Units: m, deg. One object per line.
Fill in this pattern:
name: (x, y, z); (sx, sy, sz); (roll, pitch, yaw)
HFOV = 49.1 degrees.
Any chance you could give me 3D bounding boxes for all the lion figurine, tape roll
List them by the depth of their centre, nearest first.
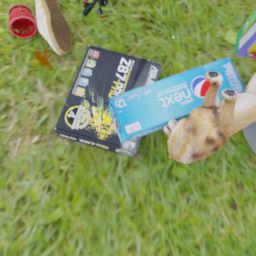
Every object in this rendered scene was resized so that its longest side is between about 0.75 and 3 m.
lion figurine: (1.959, -0.332, 5.045); (2.748, 1.683, 0.996); (-18, 47, -14)
tape roll: (4.477, -0.210, 7.135); (2.864, 0.946, 2.864); (0, 70, -1)

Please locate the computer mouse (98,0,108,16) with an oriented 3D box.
computer mouse: (-0.483, -2.413, 5.076); (0.246, 1.069, 0.751); (-6, 101, -12)

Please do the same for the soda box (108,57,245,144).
soda box: (0.979, -0.558, 5.870); (2.669, 0.905, 0.856); (-19, 82, -10)

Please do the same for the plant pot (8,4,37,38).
plant pot: (-3.187, -3.216, 8.404); (0.788, 0.788, 0.718); (-17, 61, -7)

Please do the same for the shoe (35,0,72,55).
shoe: (-2.312, -3.146, 8.481); (0.637, 0.835, 2.388); (-30, 70, 34)

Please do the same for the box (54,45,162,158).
box: (-0.465, -0.754, 7.503); (2.151, 0.655, 2.668); (17, 70, 3)

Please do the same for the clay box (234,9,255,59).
clay box: (3.411, -1.650, 5.089); (2.439, 1.402, 0.581); (10, 81, 2)

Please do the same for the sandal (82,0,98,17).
sandal: (-0.844, -2.848, 6.319); (0.235, 0.391, 1.042); (36, 47, -17)
